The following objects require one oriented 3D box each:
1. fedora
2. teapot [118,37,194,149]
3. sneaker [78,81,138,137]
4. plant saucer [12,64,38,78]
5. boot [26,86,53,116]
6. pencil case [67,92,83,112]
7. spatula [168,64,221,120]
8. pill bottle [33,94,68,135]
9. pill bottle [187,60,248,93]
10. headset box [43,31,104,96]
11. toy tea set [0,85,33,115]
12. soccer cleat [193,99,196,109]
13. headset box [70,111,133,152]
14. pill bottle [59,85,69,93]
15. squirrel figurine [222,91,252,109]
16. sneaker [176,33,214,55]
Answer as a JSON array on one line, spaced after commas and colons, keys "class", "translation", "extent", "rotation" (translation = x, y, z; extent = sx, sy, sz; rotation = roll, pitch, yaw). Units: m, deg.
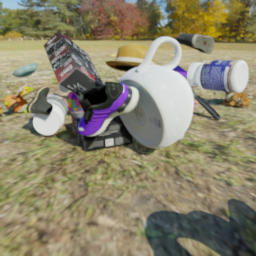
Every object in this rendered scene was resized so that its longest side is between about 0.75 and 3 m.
[{"class": "fedora", "translation": [0.200, -2.020, 8.173], "extent": [1.698, 0.692, 1.698], "rotation": [7, 3, 0]}, {"class": "teapot", "translation": [0.829, -0.691, 6.926], "extent": [1.610, 2.176, 2.204], "rotation": [-30, -8, -27]}, {"class": "sneaker", "translation": [-0.759, -0.473, 6.348], "extent": [0.985, 0.689, 1.981], "rotation": [17, -38, -37]}, {"class": "plant saucer", "translation": [-3.043, -1.669, 8.362], "extent": [0.794, 0.153, 0.794], "rotation": [-26, 1, 1]}, {"class": "boot", "translation": [-2.315, -0.742, 7.931], "extent": [0.692, 0.387, 1.000], "rotation": [11, 58, 19]}, {"class": "pencil case", "translation": [-1.487, -1.232, 11.535], "extent": [0.927, 0.927, 2.099], "rotation": [17, 28, 40]}, {"class": "spatula", "translation": [2.434, -1.373, 10.351], "extent": [0.799, 0.291, 2.828], "rotation": [-31, 79, -41]}, {"class": "pill bottle", "translation": [-2.441, -0.437, 8.829], "extent": [0.933, 0.933, 1.610], "rotation": [-1, 23, -4]}, {"class": "pill bottle", "translation": [2.022, -1.192, 6.413], "extent": [1.215, 0.703, 0.703], "rotation": [14, 23, 43]}, {"class": "headset box", "translation": [-1.738, -1.940, 9.308], "extent": [1.585, 0.822, 2.130], "rotation": [29, 30, -55]}, {"class": "toy tea set", "translation": [-4.294, -0.669, 10.229], "extent": [1.273, 0.792, 2.141], "rotation": [-26, 17, 45]}, {"class": "soccer cleat", "translation": [1.308, -0.811, 9.945], "extent": [2.574, 0.899, 1.111], "rotation": [-16, 49, -35]}, {"class": "headset box", "translation": [-0.859, -0.050, 8.347], "extent": [1.405, 0.729, 1.888], "rotation": [-9, 22, -20]}, {"class": "pill bottle", "translation": [-2.184, -1.536, 9.826], "extent": [0.446, 0.446, 0.770], "rotation": [-1, 27, -2]}, {"class": "squirrel figurine", "translation": [4.719, -1.269, 11.820], "extent": [1.153, 0.816, 1.077], "rotation": [-20, 34, -38]}, {"class": "sneaker", "translation": [2.277, -2.864, 9.331], "extent": [0.765, 0.538, 1.440], "rotation": [28, 16, 39]}]
